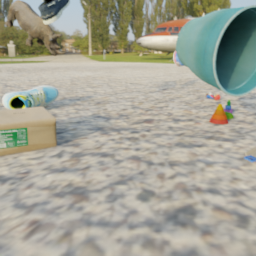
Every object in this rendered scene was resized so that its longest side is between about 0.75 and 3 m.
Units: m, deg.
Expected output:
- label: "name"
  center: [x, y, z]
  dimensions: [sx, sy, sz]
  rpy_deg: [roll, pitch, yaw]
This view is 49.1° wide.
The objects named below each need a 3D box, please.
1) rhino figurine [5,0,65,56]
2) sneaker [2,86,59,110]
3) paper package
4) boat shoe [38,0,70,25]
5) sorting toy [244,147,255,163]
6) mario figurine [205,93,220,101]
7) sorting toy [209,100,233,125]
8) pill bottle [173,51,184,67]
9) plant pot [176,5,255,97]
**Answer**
- label: "rhino figurine"
  center: [-3.224, -3.447, 9.905]
  dimensions: [2.621, 1.146, 0.784]
  rpy_deg: [41, 45, 7]
- label: "sneaker"
  center: [-4.066, -1.198, 12.148]
  dimensions: [2.461, 0.979, 1.607]
  rpy_deg: [-19, 21, -24]
- label: "paper package"
  center: [-3.073, 0.031, 8.001]
  dimensions: [1.766, 0.913, 1.683]
  rpy_deg: [-8, 18, -28]
- label: "boat shoe"
  center: [-2.450, -4.101, 9.122]
  dimensions: [0.763, 0.630, 2.037]
  rpy_deg: [-5, 45, 18]
- label: "sorting toy"
  center: [3.398, 0.733, 6.939]
  dimensions: [1.357, 0.185, 0.764]
  rpy_deg: [-15, 27, -41]
- label: "mario figurine"
  center: [4.494, -1.671, 14.678]
  dimensions: [0.476, 0.409, 0.771]
  rpy_deg: [-14, 20, -40]
- label: "sorting toy"
  center: [3.714, -0.707, 10.873]
  dimensions: [0.719, 0.715, 2.075]
  rpy_deg: [9, 20, 29]
- label: "pill bottle"
  center: [2.579, -2.983, 11.656]
  dimensions: [1.258, 0.706, 0.706]
  rpy_deg: [0, 12, 43]
- label: "plant pot"
  center: [2.049, -1.824, 6.388]
  dimensions: [1.822, 1.822, 1.712]
  rpy_deg: [-9, 26, -27]
